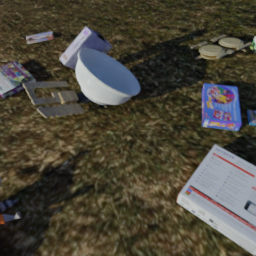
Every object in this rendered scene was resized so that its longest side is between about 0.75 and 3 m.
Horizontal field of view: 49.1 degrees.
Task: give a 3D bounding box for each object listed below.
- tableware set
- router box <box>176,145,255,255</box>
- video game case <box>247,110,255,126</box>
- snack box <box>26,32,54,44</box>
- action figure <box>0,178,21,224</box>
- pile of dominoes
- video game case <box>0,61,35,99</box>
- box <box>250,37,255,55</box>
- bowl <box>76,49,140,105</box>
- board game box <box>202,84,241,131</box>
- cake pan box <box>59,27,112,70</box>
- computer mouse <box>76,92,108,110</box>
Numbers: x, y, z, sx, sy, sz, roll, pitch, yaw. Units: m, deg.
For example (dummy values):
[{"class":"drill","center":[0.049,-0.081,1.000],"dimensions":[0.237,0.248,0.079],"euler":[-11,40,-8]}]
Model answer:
[{"class":"tableware set","center":[4.726,-3.946,14.203],"dimensions":[2.726,0.546,1.802],"euler":[-26,43,-27]},{"class":"router box","center":[3.390,2.154,9.023],"dimensions":[2.732,0.667,2.452],"euler":[32,57,24]},{"class":"video game case","center":[5.486,-0.376,11.504],"dimensions":[1.061,0.094,0.759],"euler":[6,51,5]},{"class":"snack box","center":[-4.781,-4.889,15.189],"dimensions":[1.408,0.171,0.506],"euler":[-17,52,-13]},{"class":"action figure","center":[-4.421,3.052,8.202],"dimensions":[2.552,1.380,2.638],"euler":[-33,80,-16]},{"class":"pile of dominoes","center":[-2.962,-1.087,11.246],"dimensions":[2.167,0.345,1.689],"euler":[-13,67,-48]},{"class":"video game case","center":[-5.438,-2.268,12.916],"dimensions":[1.639,0.324,1.809],"euler":[-35,58,-25]},{"class":"box","center":[6.597,-4.055,14.151],"dimensions":[0.179,0.712,0.986],"euler":[-8,50,-8]},{"class":"bowl","center":[-1.048,-1.878,11.588],"dimensions":[2.917,1.311,2.917],"euler":[29,29,-18]},{"class":"board game box","center":[3.844,-0.907,11.687],"dimensions":[1.432,0.477,2.131],"euler":[8,51,6]},{"class":"cake pan box","center":[-1.789,-3.314,12.251],"dimensions":[1.910,1.759,0.500],"euler":[-45,70,17]},{"class":"computer mouse","center":[-1.558,-1.186,12.060],"dimensions":[1.624,0.276,0.476],"euler":[20,52,15]}]
